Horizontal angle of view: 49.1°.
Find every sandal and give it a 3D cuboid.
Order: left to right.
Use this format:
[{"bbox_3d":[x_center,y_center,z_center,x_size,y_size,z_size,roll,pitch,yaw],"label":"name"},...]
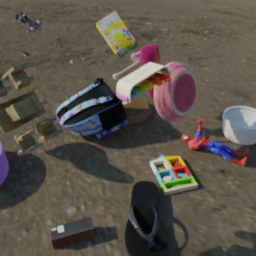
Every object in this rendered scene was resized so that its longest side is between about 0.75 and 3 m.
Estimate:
[{"bbox_3d":[0.423,2.464,7.661,1.074,0.605,2.824,-1,35,-2],"label":"sandal"}]

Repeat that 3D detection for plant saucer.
[{"bbox_3d":[-0.006,-0.865,12.638,2.172,0.320,2.172,-1,36,1],"label":"plant saucer"},{"bbox_3d":[1.635,-1.131,9.029,1.950,1.950,0.494,-31,28,-36],"label":"plant saucer"}]

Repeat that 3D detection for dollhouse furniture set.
[{"bbox_3d":[-2.417,-0.125,5.273,1.129,1.489,1.699,-15,16,45],"label":"dollhouse furniture set"}]

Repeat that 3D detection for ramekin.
[{"bbox_3d":[4.525,-0.064,11.003,1.677,0.880,1.677,0,35,0],"label":"ramekin"}]

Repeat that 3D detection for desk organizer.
[{"bbox_3d":[-1.473,2.769,7.384,1.115,0.429,0.400,-11,37,-15],"label":"desk organizer"}]

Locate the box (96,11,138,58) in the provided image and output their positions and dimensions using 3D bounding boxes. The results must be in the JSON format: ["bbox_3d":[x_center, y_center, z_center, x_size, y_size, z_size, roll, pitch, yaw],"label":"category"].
[{"bbox_3d":[-0.404,-3.459,10.518,0.904,1.541,0.373,-34,2,-4],"label":"box"}]

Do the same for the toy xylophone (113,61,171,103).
[{"bbox_3d":[0.323,-1.342,7.602,1.636,0.411,1.198,-29,38,-16],"label":"toy xylophone"}]

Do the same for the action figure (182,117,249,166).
[{"bbox_3d":[3.110,0.444,10.113,2.392,1.184,0.780,15,37,24],"label":"action figure"}]

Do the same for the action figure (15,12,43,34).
[{"bbox_3d":[-3.143,-3.377,9.043,0.945,0.328,0.615,35,65,7],"label":"action figure"}]

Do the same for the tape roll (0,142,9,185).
[{"bbox_3d":[-5.409,1.289,9.079,2.733,0.897,2.733,0,36,0],"label":"tape roll"}]

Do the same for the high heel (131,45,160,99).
[{"bbox_3d":[1.098,-1.845,9.903,1.110,2.315,0.780,-9,31,44],"label":"high heel"}]

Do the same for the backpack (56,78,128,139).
[{"bbox_3d":[-1.486,-0.554,11.049,2.412,1.623,2.202,-29,40,-10],"label":"backpack"}]

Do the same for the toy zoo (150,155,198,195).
[{"bbox_3d":[1.452,1.470,9.439,1.120,0.175,1.707,-9,37,-12],"label":"toy zoo"}]
